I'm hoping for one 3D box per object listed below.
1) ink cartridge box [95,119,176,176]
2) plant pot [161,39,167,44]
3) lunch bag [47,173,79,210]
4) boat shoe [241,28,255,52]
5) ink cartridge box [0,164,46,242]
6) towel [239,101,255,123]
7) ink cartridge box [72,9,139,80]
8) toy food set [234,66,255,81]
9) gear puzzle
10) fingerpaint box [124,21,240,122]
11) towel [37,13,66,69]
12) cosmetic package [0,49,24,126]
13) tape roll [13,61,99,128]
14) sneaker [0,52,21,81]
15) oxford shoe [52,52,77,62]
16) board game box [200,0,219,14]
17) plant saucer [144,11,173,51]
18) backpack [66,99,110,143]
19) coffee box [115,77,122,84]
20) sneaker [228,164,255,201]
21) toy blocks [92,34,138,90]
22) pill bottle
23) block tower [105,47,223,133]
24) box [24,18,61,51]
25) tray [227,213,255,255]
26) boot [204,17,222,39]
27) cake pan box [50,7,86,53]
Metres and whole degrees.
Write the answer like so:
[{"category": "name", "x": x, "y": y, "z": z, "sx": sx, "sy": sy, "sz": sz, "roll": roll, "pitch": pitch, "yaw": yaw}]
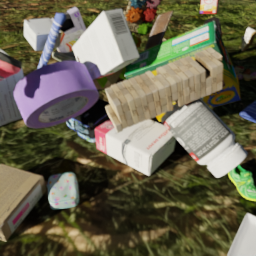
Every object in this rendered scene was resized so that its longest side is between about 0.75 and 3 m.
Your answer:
[{"category": "ink cartridge box", "x": 0.279, "y": 0.442, "z": 10.139, "sx": 2.404, "sy": 1.014, "sz": 1.740, "roll": 24, "pitch": 43, "yaw": 29}, {"category": "plant pot", "x": 2.153, "y": -5.266, "z": 18.025, "sx": 1.197, "sy": 0.804, "sz": 1.197, "roll": 0, "pitch": 36, "yaw": 0}, {"category": "lunch bag", "x": -2.020, "y": 1.926, "z": 8.629, "sx": 0.937, "sy": 0.450, "sz": 1.168, "roll": -10, "pitch": 37, "yaw": -9}, {"category": "boat shoe", "x": 4.781, "y": -3.576, "z": 11.278, "sx": 0.432, "sy": 1.220, "sz": 0.423, "roll": -33, "pitch": 71, "yaw": -9}, {"category": "ink cartridge box", "x": -3.637, "y": 2.088, "z": 8.168, "sx": 1.597, "sy": 0.728, "sz": 1.939, "roll": 14, "pitch": 39, "yaw": 16}, {"category": "towel", "x": 6.508, "y": -0.711, "z": 12.378, "sx": 2.849, "sy": 0.340, "sz": 2.063, "roll": -28, "pitch": 43, "yaw": -35}, {"category": "ink cartridge box", "x": -0.790, "y": -2.318, "z": 8.497, "sx": 0.650, "sy": 1.406, "sz": 2.580, "roll": -24, "pitch": 6, "yaw": -30}, {"category": "toy food set", "x": 6.377, "y": -2.960, "z": 15.365, "sx": 1.348, "sy": 0.334, "sz": 2.120, "roll": -6, "pitch": 29, "yaw": -8}, {"category": "gear puzzle", "x": 0.460, "y": -4.403, "z": 11.904, "sx": 1.499, "sy": 2.895, "sz": 0.379, "roll": -8, "pitch": 58, "yaw": -21}, {"category": "fingerpaint box", "x": 1.726, "y": -1.556, "z": 8.787, "sx": 2.844, "sy": 2.373, "sz": 1.043, "roll": -15, "pitch": 46, "yaw": 29}, {"category": "towel", "x": -2.845, "y": -2.772, "z": 10.141, "sx": 0.337, "sy": 2.823, "sz": 2.044, "roll": 18, "pitch": 15, "yaw": -23}, {"category": "cosmetic package", "x": -6.083, "y": -1.557, "z": 11.630, "sx": 2.949, "sy": 2.453, "sz": 2.468, "roll": -25, "pitch": 43, "yaw": -31}, {"category": "tape roll", "x": -2.138, "y": -0.951, "z": 8.489, "sx": 2.336, "sy": 2.336, "sz": 0.993, "roll": -21, "pitch": 79, "yaw": -26}, {"category": "sneaker", "x": -3.778, "y": -1.340, "z": 7.408, "sx": 2.626, "sy": 1.139, "sz": 0.968, "roll": 2, "pitch": -10, "yaw": 33}, {"category": "oxford shoe", "x": -1.923, "y": -3.065, "z": 12.169, "sx": 2.836, "sy": 0.819, "sz": 1.066, "roll": 1, "pitch": 12, "yaw": -36}, {"category": "board game box", "x": 3.525, "y": -5.449, "z": 12.046, "sx": 0.763, "sy": 1.007, "sz": 0.233, "roll": 19, "pitch": 26, "yaw": 39}, {"category": "plant saucer", "x": 0.970, "y": -3.131, "z": 10.845, "sx": 0.494, "sy": 2.867, "sz": 2.867, "roll": 21, "pitch": 39, "yaw": 0}, {"category": "backpack", "x": -1.532, "y": -0.376, "z": 10.968, "sx": 1.798, "sy": 1.321, "sz": 1.645, "roll": 27, "pitch": 50, "yaw": 27}, {"category": "coffee box", "x": -1.234, "y": -2.780, "z": 14.762, "sx": 0.990, "sy": 0.690, "sz": 1.730, "roll": -30, "pitch": 46, "yaw": -34}, {"category": "sneaker", "x": 3.673, "y": 1.696, "z": 8.808, "sx": 0.534, "sy": 0.602, "sz": 1.441, "roll": -12, "pitch": 39, "yaw": -17}, {"category": "toy blocks", "x": -1.095, "y": -2.455, "z": 10.478, "sx": 1.997, "sy": 1.460, "sz": 2.921, "roll": -1, "pitch": 51, "yaw": 36}, {"category": "pill bottle", "x": 1.977, "y": 0.187, "z": 7.378, "sx": 1.210, "sy": 1.210, "sz": 2.124, "roll": -34, "pitch": 78, "yaw": -37}, {"category": "block tower", "x": 0.878, "y": -0.938, "z": 6.690, "sx": 2.941, "sy": 0.850, "sz": 0.794, "roll": -24, "pitch": 45, "yaw": -6}, {"category": "box", "x": -3.482, "y": -3.807, "z": 11.379, "sx": 1.118, "sy": 0.731, "sz": 1.112, "roll": -21, "pitch": 60, "yaw": -35}, {"category": "tray", "x": 3.246, "y": 3.141, "z": 7.189, "sx": 1.045, "sy": 0.216, "sz": 1.946, "roll": 23, "pitch": 42, "yaw": 29}, {"category": "boot", "x": 3.166, "y": -2.374, "z": 10.452, "sx": 0.856, "sy": 2.500, "sz": 2.354, "roll": -6, "pitch": 51, "yaw": 23}, {"category": "cake pan box", "x": -2.816, "y": -4.533, "z": 13.165, "sx": 1.657, "sy": 1.799, "sz": 0.470, "roll": -31, "pitch": 50, "yaw": -10}]
